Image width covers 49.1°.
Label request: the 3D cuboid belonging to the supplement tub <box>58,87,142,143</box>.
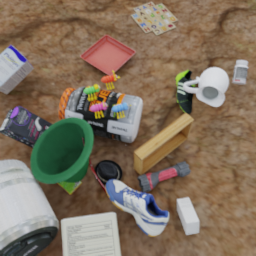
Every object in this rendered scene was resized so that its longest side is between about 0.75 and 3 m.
[{"bbox_3d":[-0.925,-0.506,9.683,2.636,1.615,1.615,12,60,7],"label":"supplement tub"}]

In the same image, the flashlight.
[{"bbox_3d":[1.178,1.577,9.064,1.702,0.578,0.576,-16,71,-9],"label":"flashlight"}]

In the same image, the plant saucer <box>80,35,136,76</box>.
[{"bbox_3d":[-0.846,-3.036,11.911,1.721,0.316,1.724,35,66,18],"label":"plant saucer"}]

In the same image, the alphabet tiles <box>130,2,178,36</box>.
[{"bbox_3d":[1.230,-5.233,13.331,1.787,0.068,2.148,-26,63,-15],"label":"alphabet tiles"}]

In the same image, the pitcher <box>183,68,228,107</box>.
[{"bbox_3d":[2.824,-1.566,10.100,1.475,1.042,1.720,21,39,12],"label":"pitcher"}]

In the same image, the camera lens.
[{"bbox_3d":[-3.224,2.369,7.778,1.951,1.951,2.439,-29,61,-16],"label":"camera lens"}]

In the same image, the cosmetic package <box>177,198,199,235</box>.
[{"bbox_3d":[1.751,2.599,8.287,0.406,0.515,0.958,-9,32,-5],"label":"cosmetic package"}]

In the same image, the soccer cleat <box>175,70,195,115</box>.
[{"bbox_3d":[2.224,-1.394,10.633,0.632,0.759,1.873,21,53,-35],"label":"soccer cleat"}]

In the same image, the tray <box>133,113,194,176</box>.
[{"bbox_3d":[1.152,0.541,9.268,2.298,1.133,0.426,-36,62,-22],"label":"tray"}]

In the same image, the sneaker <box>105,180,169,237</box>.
[{"bbox_3d":[0.292,2.105,8.162,2.122,0.935,0.799,38,33,15],"label":"sneaker"}]

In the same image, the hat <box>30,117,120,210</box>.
[{"bbox_3d":[-1.544,1.308,8.914,2.136,2.270,2.579,-19,49,14],"label":"hat"}]

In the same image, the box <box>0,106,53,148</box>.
[{"bbox_3d":[-3.336,0.040,9.370,0.773,1.458,0.891,-12,53,44],"label":"box"}]

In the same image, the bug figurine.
[{"bbox_3d":[-0.686,-1.004,8.782,1.267,0.420,1.634,-19,67,-7],"label":"bug figurine"}]

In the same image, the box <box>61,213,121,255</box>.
[{"bbox_3d":[-0.901,3.526,7.378,1.446,1.232,2.262,-6,67,-5],"label":"box"}]

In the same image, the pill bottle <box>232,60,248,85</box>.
[{"bbox_3d":[4.364,-2.152,10.879,0.492,0.492,0.863,9,94,5],"label":"pill bottle"}]

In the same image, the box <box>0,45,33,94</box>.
[{"bbox_3d":[-4.445,-2.116,10.428,0.800,1.403,1.525,45,83,-7],"label":"box"}]

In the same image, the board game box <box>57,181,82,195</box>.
[{"bbox_3d":[-2.108,1.663,9.241,1.108,0.166,0.529,37,61,18],"label":"board game box"}]

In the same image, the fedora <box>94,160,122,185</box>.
[{"bbox_3d":[-0.665,1.409,9.234,0.976,0.446,0.976,0,59,-1],"label":"fedora"}]
